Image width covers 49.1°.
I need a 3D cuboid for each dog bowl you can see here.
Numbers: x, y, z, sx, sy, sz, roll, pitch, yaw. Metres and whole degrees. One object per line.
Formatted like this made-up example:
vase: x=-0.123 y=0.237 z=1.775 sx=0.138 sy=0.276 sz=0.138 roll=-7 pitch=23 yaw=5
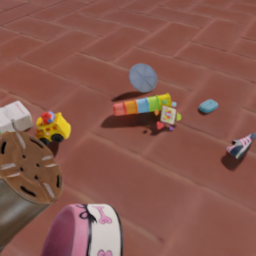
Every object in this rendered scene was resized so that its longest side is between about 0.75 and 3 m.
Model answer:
dog bowl: x=-1.221 y=2.969 z=6.261 sx=1.009 sy=2.736 sz=2.736 roll=24 pitch=38 yaw=-22

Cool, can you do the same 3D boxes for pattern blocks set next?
pattern blocks set: x=1.634 y=-0.526 z=11.561 sx=1.140 sy=0.105 sz=1.297 roll=3 pitch=69 yaw=-13

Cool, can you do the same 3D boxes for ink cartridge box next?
ink cartridge box: x=-4.862 y=-0.259 z=11.258 sx=1.646 sy=0.694 sz=1.202 roll=-28 pitch=48 yaw=-27

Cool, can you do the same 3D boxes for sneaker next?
sneaker: x=4.282 y=0.541 z=10.544 sx=0.608 sy=0.520 sz=1.482 roll=35 pitch=52 yaw=27

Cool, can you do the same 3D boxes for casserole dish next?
casserole dish: x=3.574 y=-0.987 z=12.430 sx=0.948 sy=0.184 sz=0.574 roll=-27 pitch=49 yaw=-27

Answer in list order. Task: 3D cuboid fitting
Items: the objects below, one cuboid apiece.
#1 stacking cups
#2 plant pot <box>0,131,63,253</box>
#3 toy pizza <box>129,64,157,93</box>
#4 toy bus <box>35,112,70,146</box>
stacking cups: x=0.575 y=-0.953 z=12.087 sx=2.449 sy=0.741 sz=0.741 roll=-9 pitch=44 yaw=-4
plant pot: x=-3.299 y=1.603 z=7.002 sx=2.701 sy=2.728 sz=2.728 roll=-37 pitch=42 yaw=16
toy pizza: x=0.697 y=-2.364 z=13.393 sx=1.459 sy=0.231 sz=1.459 roll=4 pitch=77 yaw=-19
toy bus: x=-3.017 y=-0.063 z=10.549 sx=1.303 sy=1.251 sz=0.884 roll=-14 pitch=42 yaw=12
